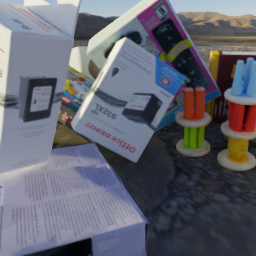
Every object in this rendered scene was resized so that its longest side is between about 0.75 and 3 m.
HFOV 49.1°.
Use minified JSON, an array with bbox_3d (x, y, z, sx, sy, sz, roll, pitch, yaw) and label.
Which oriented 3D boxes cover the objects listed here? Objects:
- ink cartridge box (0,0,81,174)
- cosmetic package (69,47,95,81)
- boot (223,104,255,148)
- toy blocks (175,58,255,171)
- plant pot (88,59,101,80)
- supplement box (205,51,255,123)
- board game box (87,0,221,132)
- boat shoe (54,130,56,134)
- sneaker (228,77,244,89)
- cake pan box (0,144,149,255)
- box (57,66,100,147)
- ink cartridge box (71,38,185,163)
[{"bbox_3d":[-1.780,-0.910,4.336,0.924,2.771,1.605,-11,40,-44],"label":"ink cartridge box"},{"bbox_3d":[-1.837,-2.274,11.288,2.014,1.675,1.685,3,13,43],"label":"cosmetic package"},{"bbox_3d":[3.217,-0.115,6.965,1.782,1.164,0.603,-4,20,-13],"label":"boot"},{"bbox_3d":[1.917,-0.384,6.051,1.887,2.264,0.822,16,33,35],"label":"toy blocks"},{"bbox_3d":[-0.606,-1.676,8.323,0.958,0.958,0.836,-11,45,-27],"label":"plant pot"},{"bbox_3d":[3.545,-1.281,8.703,2.099,2.070,1.394,6,21,15],"label":"supplement box"},{"bbox_3d":[0.723,-1.561,7.199,2.163,2.932,0.942,-31,33,19],"label":"board game box"},{"bbox_3d":[-2.284,0.195,6.359,0.821,0.714,2.226,-30,12,12],"label":"boat shoe"},{"bbox_3d":[2.961,-1.109,7.152,0.584,0.674,1.628,25,-3,-4],"label":"sneaker"},{"bbox_3d":[-1.354,1.195,4.238,2.557,0.726,2.777,-10,23,-20],"label":"cake pan box"},{"bbox_3d":[-1.358,-0.770,7.995,2.850,0.537,1.947,33,34,16],"label":"box"},{"bbox_3d":[-0.037,-0.569,6.077,1.546,2.130,0.892,29,2,-17],"label":"ink cartridge box"}]
